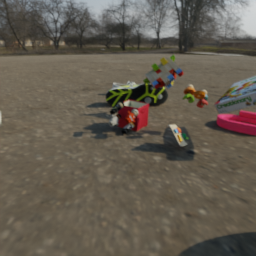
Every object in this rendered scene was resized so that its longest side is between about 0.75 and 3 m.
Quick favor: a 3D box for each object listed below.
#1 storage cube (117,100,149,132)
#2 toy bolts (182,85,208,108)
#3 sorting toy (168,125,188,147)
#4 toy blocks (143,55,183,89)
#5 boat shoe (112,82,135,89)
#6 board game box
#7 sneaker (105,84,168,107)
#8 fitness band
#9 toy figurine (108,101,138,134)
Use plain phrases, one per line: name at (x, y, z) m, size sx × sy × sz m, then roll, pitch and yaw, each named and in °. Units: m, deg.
storage cube at (0.167, -0.450, 9.849) m, size 0.937 × 0.842 × 0.801 m, roll 14°, pitch 23°, yaw 29°
toy bolts at (2.280, -1.102, 8.982) m, size 0.834 × 0.578 × 0.796 m, roll 25°, pitch -26°, yaw -25°
sorting toy at (1.505, 0.186, 8.137) m, size 0.141 × 0.711 × 0.961 m, roll -35°, pitch -11°, yaw 22°
toy blocks at (1.433, -1.992, 10.878) m, size 1.562 × 0.780 × 1.068 m, roll -34°, pitch 52°, yaw 4°
boat shoe at (0.114, -2.119, 15.084) m, size 2.091 × 0.730 × 0.741 m, roll 8°, pitch 20°, yaw 22°
board game box at (3.947, -1.178, 8.221) m, size 1.544 × 0.423 × 2.446 m, roll -40°, pitch 14°, yaw -36°
sneaker at (0.408, -1.610, 13.021) m, size 2.888 × 1.089 × 1.103 m, roll 1°, pitch 19°, yaw -3°
fitness band at (4.193, -0.178, 9.868) m, size 2.103 × 0.394 × 1.511 m, roll 15°, pitch 26°, yaw 41°
toy figurine at (-0.157, -0.333, 9.154) m, size 0.882 × 0.869 × 0.614 m, roll 29°, pitch 49°, yaw 16°
